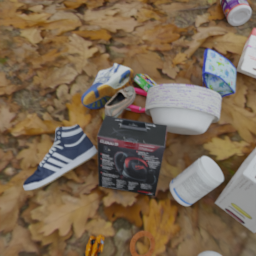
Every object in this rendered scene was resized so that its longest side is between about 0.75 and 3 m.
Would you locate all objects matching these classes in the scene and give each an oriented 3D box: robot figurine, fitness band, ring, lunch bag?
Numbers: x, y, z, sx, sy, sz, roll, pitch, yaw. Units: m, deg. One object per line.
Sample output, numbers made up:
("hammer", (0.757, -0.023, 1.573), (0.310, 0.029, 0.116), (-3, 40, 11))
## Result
("robot figurine", (-1.051, 3.787, 8.482), (0.749, 0.301, 1.034), (-25, 37, 37))
("fitness band", (0.325, -1.182, 11.706), (1.499, 0.281, 1.077), (17, 61, 17))
("ring", (0.463, 3.633, 8.618), (0.885, 0.085, 0.885), (3, 85, -27))
("lunch bag", (3.629, -2.251, 11.571), (1.070, 1.680, 1.428), (-20, 44, 42))

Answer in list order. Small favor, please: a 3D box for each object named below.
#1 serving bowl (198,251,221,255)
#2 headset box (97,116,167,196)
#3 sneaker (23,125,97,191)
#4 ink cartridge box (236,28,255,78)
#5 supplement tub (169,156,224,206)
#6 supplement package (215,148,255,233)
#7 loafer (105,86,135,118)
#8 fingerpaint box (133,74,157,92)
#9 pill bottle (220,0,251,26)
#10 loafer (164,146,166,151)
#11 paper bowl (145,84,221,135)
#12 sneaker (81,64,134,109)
("serving bowl", (2.408, 4.157, 8.115), (1.040, 0.342, 1.040), (-1, 85, 16))
("headset box", (0.101, 0.859, 8.989), (2.013, 2.709, 1.016), (8, 42, 6))
("sneaker", (-2.559, 0.913, 9.585), (2.726, 0.955, 1.479), (-30, 101, -13))
("ink cartridge box", (5.828, -3.055, 12.446), (1.489, 0.863, 2.556), (24, 65, 8))
("supplement tub", (2.162, 1.731, 8.991), (1.001, 1.518, 1.001), (30, 33, -22))
("supplement package", (4.196, 1.624, 8.540), (1.545, 2.787, 2.170), (36, 66, 20))
("loafer", (-0.289, -1.130, 11.117), (0.702, 0.614, 1.953), (17, 49, 25))
("fingerpaint box", (0.788, -1.893, 11.862), (0.910, 0.334, 0.759), (48, 29, 23))
("pill bottle", (5.442, -6.364, 14.430), (1.154, 1.154, 2.072), (-5, 58, -3))
("loafer", (0.090, 0.619, 10.134), (2.535, 0.925, 0.904), (10, 36, 5))
("paper bowl", (1.917, -0.558, 10.047), (2.641, 2.641, 1.374), (8, 81, 5))
("sneaker", (-1.030, -1.782, 11.835), (1.197, 1.023, 2.717), (35, 56, 30))
